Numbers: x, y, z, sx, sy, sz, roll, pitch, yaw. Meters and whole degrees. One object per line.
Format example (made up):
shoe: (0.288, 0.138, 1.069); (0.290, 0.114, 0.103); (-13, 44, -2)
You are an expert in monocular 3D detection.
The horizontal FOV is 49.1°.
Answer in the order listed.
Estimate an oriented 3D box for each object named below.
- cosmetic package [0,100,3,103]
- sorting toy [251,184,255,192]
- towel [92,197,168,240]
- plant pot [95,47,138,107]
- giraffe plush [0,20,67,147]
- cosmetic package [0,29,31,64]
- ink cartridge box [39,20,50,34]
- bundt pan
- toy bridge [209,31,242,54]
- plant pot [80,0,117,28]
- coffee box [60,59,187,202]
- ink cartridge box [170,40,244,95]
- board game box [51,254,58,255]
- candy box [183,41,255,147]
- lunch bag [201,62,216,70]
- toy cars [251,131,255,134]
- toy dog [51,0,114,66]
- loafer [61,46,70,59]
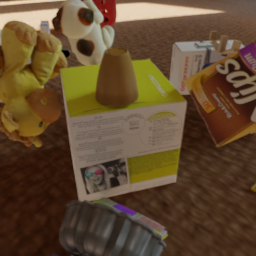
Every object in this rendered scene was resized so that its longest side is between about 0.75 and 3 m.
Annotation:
cosmetic package: (-5.005, -1.962, 11.016); (1.348, 0.911, 2.562); (-7, 35, -10)
sorting toy: (3.981, 1.340, 6.746); (1.950, 0.330, 0.940); (-10, 36, -13)
towel: (-0.130, 1.919, 5.603); (1.671, 0.190, 1.200); (20, 11, 26)
plant pot: (-0.212, -1.026, 5.361); (0.869, 0.932, 0.869); (1, 35, -1)
giraffe plush: (-2.616, -0.807, 7.036); (2.415, 2.799, 2.270); (13, 46, -57)
cosmetic package: (-5.869, -3.769, 13.282); (2.140, 1.316, 2.133); (-20, 39, -26)
ink cartridge box: (-5.012, -5.969, 16.937); (0.468, 0.808, 1.391); (-5, 35, -8)
bundt pan: (-0.348, 1.963, 4.667); (1.845, 1.845, 0.692); (13, 53, 18)
toy bridge: (2.715, -2.381, 8.018); (0.203, 0.502, 1.492); (1, 29, -14)
plant pot: (-2.365, -7.827, 17.877); (2.586, 2.840, 2.840); (-16, 38, -17)
coffee box: (-0.257, -0.078, 6.943); (2.442, 2.414, 2.438); (-9, 35, -12)
ink cartridge box: (2.965, -2.291, 10.729); (2.476, 1.807, 1.041); (-4, 36, -5)
board game box: (-0.562, 3.036, 4.207); (2.316, 0.399, 1.568); (12, 36, 17)
candy box: (2.698, -0.880, 5.591); (2.711, 1.581, 0.765); (-28, -10, 20)
lunch bag: (3.551, -1.295, 8.958); (1.718, 1.764, 2.597); (-7, 11, -9)
toy cars: (3.446, -0.019, 8.714); (1.657, 0.367, 0.743); (-1, 37, 5)
toy dog: (-1.765, -3.505, 10.241); (1.803, 2.583, 2.505); (0, 73, 13)
loafer: (-3.513, -3.354, 13.083); (0.836, 0.860, 2.354); (13, 37, 19)
